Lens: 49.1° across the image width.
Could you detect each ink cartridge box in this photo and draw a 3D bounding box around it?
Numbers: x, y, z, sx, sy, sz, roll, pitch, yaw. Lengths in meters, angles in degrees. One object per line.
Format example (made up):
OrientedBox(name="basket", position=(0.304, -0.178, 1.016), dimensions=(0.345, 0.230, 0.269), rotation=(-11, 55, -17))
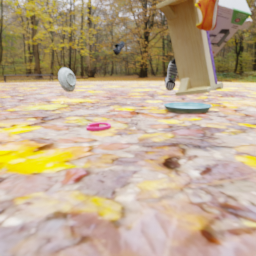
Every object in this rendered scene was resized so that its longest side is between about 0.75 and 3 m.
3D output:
OrientedBox(name="ink cartridge box", position=(2.450, -3.002, 8.210), dimensions=(1.266, 0.729, 1.735), rotation=(4, -30, -21))

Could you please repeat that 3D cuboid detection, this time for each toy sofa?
OrientedBox(name="toy sofa", position=(1.760, -2.192, 7.417), dimensions=(1.250, 2.562, 1.061), rotation=(-24, 15, -41))

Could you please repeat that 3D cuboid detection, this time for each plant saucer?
OrientedBox(name="plant saucer", position=(3.314, -1.123, 15.737), dimensions=(2.650, 0.363, 2.650), rotation=(0, 11, 0))
OrientedBox(name="plant saucer", position=(-2.744, -2.232, 12.973), dimensions=(0.290, 1.155, 1.155), rotation=(-9, 6, 30))

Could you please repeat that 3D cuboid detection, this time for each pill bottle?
OrientedBox(name="pill bottle", position=(3.910, -3.853, 9.684), dimensions=(0.463, 0.831, 0.463), rotation=(-13, -22, -5))

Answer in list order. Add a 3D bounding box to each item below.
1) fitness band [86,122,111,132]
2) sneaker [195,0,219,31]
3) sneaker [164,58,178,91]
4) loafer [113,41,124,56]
OrientedBox(name="fitness band", position=(-1.169, -0.046, 11.108), dimensions=(1.047, 0.196, 0.752), rotation=(-13, 18, -42))
OrientedBox(name="sneaker", position=(1.784, -2.909, 6.221), dimensions=(0.551, 1.429, 0.521), rotation=(11, 22, 15))
OrientedBox(name="sneaker", position=(1.315, -1.649, 8.592), dimensions=(0.388, 1.034, 0.597), rotation=(17, 6, -7))
OrientedBox(name="loafer", position=(-0.508, -4.362, 15.057), dimensions=(0.399, 0.412, 1.175), rotation=(-20, 34, 38))
